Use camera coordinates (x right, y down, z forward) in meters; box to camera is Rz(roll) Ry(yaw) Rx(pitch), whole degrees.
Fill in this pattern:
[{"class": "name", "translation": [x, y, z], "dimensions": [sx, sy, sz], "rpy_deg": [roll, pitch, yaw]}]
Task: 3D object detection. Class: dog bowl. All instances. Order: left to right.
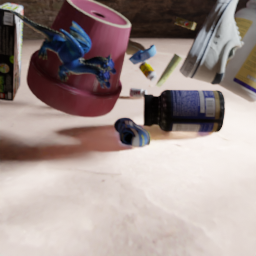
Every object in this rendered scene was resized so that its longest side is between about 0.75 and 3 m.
[{"class": "dog bowl", "translation": [0.548, -2.687, 10.402], "dimensions": [1.214, 0.301, 0.677], "rpy_deg": [-9, 33, 47]}]

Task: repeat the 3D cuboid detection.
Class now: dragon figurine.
[{"class": "dragon figurine", "translation": [-1.252, -1.768, 5.982], "dimensions": [1.184, 2.382, 0.701], "rpy_deg": [-25, 24, 31]}]

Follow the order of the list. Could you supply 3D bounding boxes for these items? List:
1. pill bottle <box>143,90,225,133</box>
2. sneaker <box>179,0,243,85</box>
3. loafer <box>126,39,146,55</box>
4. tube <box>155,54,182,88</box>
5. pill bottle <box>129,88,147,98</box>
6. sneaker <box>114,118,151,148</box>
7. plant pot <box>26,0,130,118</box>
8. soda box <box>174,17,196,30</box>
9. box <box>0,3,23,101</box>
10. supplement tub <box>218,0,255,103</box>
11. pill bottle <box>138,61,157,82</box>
[{"class": "pill bottle", "translation": [1.930, -0.608, 10.128], "dimensions": [2.772, 1.550, 1.550], "rpy_deg": [2, 23, 3]}, {"class": "sneaker", "translation": [2.089, -2.045, 6.406], "dimensions": [0.981, 1.012, 2.772], "rpy_deg": [29, 68, 1]}, {"class": "loafer", "translation": [0.165, -3.617, 12.937], "dimensions": [1.833, 0.694, 0.626], "rpy_deg": [35, 81, 27]}, {"class": "tube", "translation": [1.644, -2.305, 11.485], "dimensions": [0.437, 1.508, 0.391], "rpy_deg": [28, 16, -26]}, {"class": "pill bottle", "translation": [0.514, -1.768, 14.247], "dimensions": [0.848, 0.480, 0.480], "rpy_deg": [7, 24, 15]}, {"class": "sneaker", "translation": [-0.040, 0.144, 9.500], "dimensions": [0.751, 0.675, 1.826], "rpy_deg": [-18, 28, -31]}, {"class": "plant pot", "translation": [-1.278, -2.198, 8.336], "dimensions": [2.951, 2.641, 2.951], "rpy_deg": [20, 31, -12]}, {"class": "soda box", "translation": [2.557, -4.682, 12.560], "dimensions": [0.910, 0.291, 0.308], "rpy_deg": [31, 24, 28]}, {"class": "box", "translation": [-3.761, -2.418, 8.970], "dimensions": [0.481, 2.771, 1.525], "rpy_deg": [6, 27, -15]}, {"class": "supplement tub", "translation": [3.529, -2.218, 8.039], "dimensions": [1.847, 2.540, 1.847], "rpy_deg": [26, 17, -9]}, {"class": "pill bottle", "translation": [0.891, -2.492, 12.431], "dimensions": [0.495, 0.495, 0.906], "rpy_deg": [-23, 71, -43]}]
